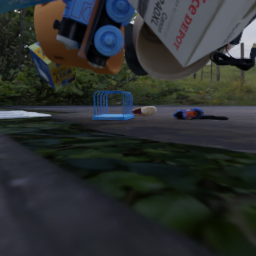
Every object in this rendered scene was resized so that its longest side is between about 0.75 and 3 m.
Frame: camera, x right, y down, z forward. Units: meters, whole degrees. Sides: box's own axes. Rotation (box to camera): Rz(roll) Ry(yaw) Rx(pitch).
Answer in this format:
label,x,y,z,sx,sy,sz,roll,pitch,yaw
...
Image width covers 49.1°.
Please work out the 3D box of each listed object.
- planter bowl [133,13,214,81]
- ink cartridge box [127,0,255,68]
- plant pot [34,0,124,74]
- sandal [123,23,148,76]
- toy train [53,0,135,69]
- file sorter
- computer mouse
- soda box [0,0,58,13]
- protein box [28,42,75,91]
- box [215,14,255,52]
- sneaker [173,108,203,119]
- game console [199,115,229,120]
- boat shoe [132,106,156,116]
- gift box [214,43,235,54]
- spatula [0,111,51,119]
label,x,y,z,sx,sy,sz,roll,pitch,yaw
planter bowl,1.340,-3.208,9.017,2.784,2.784,1.874,-2,42,-18
ink cartridge box,0.653,-2.693,4.046,1.232,2.955,2.146,-34,-11,-14
plant pot,-1.385,-2.974,8.249,1.972,2.818,2.818,0,5,13
sandal,0.178,-3.117,11.040,0.873,2.324,0.556,-23,-11,9
toy train,-0.619,-2.775,6.146,1.582,2.770,1.201,20,12,-8
file sorter,-0.531,-0.886,10.941,1.220,1.079,1.759,2,5,12
computer mouse,3.015,-2.604,7.528,1.485,2.115,0.487,12,-11,-18
soda box,-2.069,-2.680,5.031,0.740,0.783,2.308,-31,10,41
protein box,-2.760,-2.333,10.224,0.875,1.287,1.297,-36,60,-22
box,2.386,-2.797,6.040,1.911,0.997,1.414,-42,8,37
sneaker,2.249,-0.490,10.595,1.198,0.451,0.470,-7,8,35
game console,3.267,-0.404,10.752,0.729,0.149,1.236,-5,8,-40
boat shoe,0.734,-0.775,13.358,1.228,0.453,0.425,-8,4,29
gift box,2.809,-2.599,8.226,0.720,0.781,0.729,-39,58,-19
spatula,-5.090,-0.512,11.858,2.071,0.239,2.979,12,13,42
